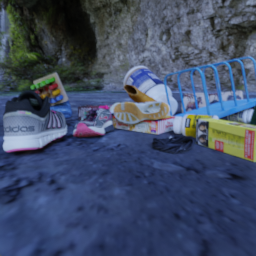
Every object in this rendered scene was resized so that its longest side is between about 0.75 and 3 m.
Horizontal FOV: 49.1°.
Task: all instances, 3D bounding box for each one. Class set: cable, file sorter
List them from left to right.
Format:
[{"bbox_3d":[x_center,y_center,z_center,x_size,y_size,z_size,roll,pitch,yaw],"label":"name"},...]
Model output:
[{"bbox_3d":[1.107,0.360,6.851,1.032,0.321,1.264,1,10,6],"label":"cable"},{"bbox_3d":[3.073,-1.404,10.303,2.968,1.821,2.060,-17,8,-30],"label":"file sorter"}]

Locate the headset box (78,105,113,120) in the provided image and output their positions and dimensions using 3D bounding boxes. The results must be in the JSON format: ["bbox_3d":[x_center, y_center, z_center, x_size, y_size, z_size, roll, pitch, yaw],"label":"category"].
[{"bbox_3d":[-1.232,-0.667,12.108,1.587,0.595,1.179,2,9,10],"label":"headset box"}]

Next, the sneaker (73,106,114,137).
[{"bbox_3d":[-1.062,-0.193,8.440,0.873,0.808,2.165,-4,7,12],"label":"sneaker"}]

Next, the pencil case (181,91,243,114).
[{"bbox_3d":[3.854,-1.102,12.835,2.768,1.077,1.238,0,0,15],"label":"pencil case"}]

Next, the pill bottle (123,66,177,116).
[{"bbox_3d":[0.956,-1.454,11.876,1.391,1.391,2.507,-6,42,-33],"label":"pill bottle"}]

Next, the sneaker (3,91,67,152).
[{"bbox_3d":[-2.222,-0.317,6.935,1.048,1.243,2.842,0,11,4],"label":"sneaker"}]

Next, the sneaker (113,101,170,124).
[{"bbox_3d":[0.452,-0.490,8.881,1.822,0.689,0.799,1,6,20],"label":"sneaker"}]

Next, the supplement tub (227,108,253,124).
[{"bbox_3d":[4.454,-0.505,11.105,0.873,0.633,0.633,9,13,41],"label":"supplement tub"}]

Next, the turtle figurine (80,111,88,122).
[{"bbox_3d":[-1.506,-0.418,10.957,0.979,0.493,0.733,17,15,40],"label":"turtle figurine"}]

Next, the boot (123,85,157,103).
[{"bbox_3d":[0.500,-0.903,9.150,1.396,0.491,0.999,33,0,29],"label":"boot"}]

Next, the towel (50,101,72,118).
[{"bbox_3d":[-3.132,-0.964,12.882,0.954,0.415,1.709,-7,29,-15],"label":"towel"}]

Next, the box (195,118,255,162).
[{"bbox_3d":[2.362,0.219,6.563,0.478,0.719,1.909,-6,12,-25],"label":"box"}]

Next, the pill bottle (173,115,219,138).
[{"bbox_3d":[1.971,-0.043,8.144,1.212,0.681,0.681,4,10,28],"label":"pill bottle"}]

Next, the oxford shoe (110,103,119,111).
[{"bbox_3d":[0.055,-0.592,11.799,0.646,0.841,2.238,48,23,22],"label":"oxford shoe"}]

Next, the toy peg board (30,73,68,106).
[{"bbox_3d":[-3.464,-1.532,12.034,1.278,1.273,0.625,-14,17,25],"label":"toy peg board"}]

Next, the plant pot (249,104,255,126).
[{"bbox_3d":[4.013,-0.199,7.037,1.483,1.578,1.578,19,14,13],"label":"plant pot"}]

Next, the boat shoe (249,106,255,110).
[{"bbox_3d":[7.018,-1.022,13.755,0.732,0.867,2.431,-9,6,-27],"label":"boat shoe"}]

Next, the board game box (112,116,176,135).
[{"bbox_3d":[0.630,-0.183,9.694,1.903,0.441,1.442,8,12,39],"label":"board game box"}]

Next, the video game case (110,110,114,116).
[{"bbox_3d":[-0.266,-0.550,10.171,1.007,0.127,1.105,-14,-7,-15],"label":"video game case"}]
